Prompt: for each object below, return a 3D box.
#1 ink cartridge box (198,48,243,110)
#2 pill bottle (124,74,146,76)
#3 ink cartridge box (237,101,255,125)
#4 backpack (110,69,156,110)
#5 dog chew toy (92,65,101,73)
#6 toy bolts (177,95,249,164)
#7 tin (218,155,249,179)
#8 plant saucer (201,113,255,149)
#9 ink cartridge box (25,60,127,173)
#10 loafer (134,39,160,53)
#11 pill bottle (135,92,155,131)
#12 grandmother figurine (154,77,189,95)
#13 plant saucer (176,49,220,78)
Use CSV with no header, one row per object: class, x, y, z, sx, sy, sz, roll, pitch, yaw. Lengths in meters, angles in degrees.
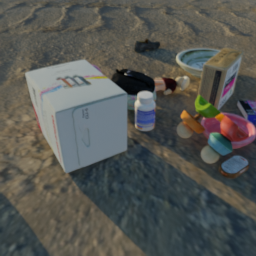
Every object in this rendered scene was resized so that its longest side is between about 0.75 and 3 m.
ink cartridge box,3.566,-1.865,10.886,0.849,1.862,2.261,22,41,28
pill bottle,0.321,-2.166,12.460,0.973,0.540,0.540,-5,36,-7
ink cartridge box,4.644,-0.582,10.497,0.668,0.262,1.411,0,38,0
backpack,0.174,-1.392,10.796,1.847,1.169,1.542,11,55,13
dog chew toy,-1.497,-2.036,12.009,0.957,0.957,1.537,-12,45,-16
toy bolts,2.630,0.256,8.661,1.917,1.392,2.006,32,15,-29
tin,3.080,1.118,8.124,1.015,0.212,0.568,-23,46,-29
plant saucer,3.287,0.123,9.306,1.752,0.444,1.752,0,34,0
ink cartridge box,-1.599,-0.500,8.711,2.113,2.123,2.921,-18,39,-24
loafer,1.144,-4.813,16.135,1.719,0.621,0.626,-20,39,-27
pill bottle,0.579,-0.576,9.583,0.703,1.255,0.703,0,35,0
grandmother figurine,1.525,-1.832,11.910,2.280,0.691,1.383,-8,48,-8
plant saucer,3.757,-2.991,13.458,2.925,0.734,2.925,0,36,0
